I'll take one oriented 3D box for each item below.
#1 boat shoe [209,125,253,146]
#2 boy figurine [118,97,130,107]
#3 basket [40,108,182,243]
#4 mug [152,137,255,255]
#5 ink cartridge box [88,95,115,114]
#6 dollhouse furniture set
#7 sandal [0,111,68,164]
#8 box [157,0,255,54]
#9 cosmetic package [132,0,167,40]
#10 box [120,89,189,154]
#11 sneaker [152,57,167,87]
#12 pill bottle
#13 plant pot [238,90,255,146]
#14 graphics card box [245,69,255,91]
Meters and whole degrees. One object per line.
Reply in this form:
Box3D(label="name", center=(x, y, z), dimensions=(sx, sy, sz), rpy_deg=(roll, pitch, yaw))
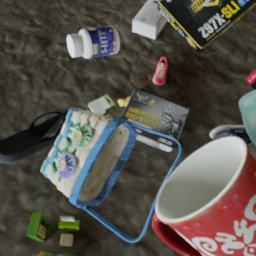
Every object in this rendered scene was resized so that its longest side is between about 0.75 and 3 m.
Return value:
Box3D(label="boat shoe", center=(2.997, 0.258, 7.955), dimensions=(1.271, 0.474, 0.589), rpy_deg=(-7, 45, -16))
Box3D(label="boy figurine", center=(0.107, -0.939, 10.856), dimensions=(1.011, 0.326, 0.629), rpy_deg=(0, 58, 1))
Box3D(label="basket", center=(-0.454, 0.954, 6.646), dimensions=(2.836, 1.973, 2.501), rpy_deg=(24, 86, 16))
Box3D(label="mug", center=(2.123, 1.948, 5.423), dimensions=(2.995, 2.658, 1.998), rpy_deg=(45, 69, -8))
Box3D(label="ink cartridge box", center=(-1.029, -0.866, 10.868), dimensions=(0.867, 0.208, 0.631), rpy_deg=(-28, 62, -16))
Box3D(label="dollhouse furniture set", center=(-2.080, 3.447, 7.668), dimensions=(1.275, 0.976, 1.946), rpy_deg=(2, 58, 1))
Box3D(label="sandal", center=(-2.252, 0.065, 7.564), dimensions=(1.093, 0.616, 2.875), rpy_deg=(17, 29, 24))
Box3D(label="box", center=(2.509, -3.877, 8.698), dimensions=(2.514, 0.620, 2.008), rpy_deg=(-40, 86, 0))
Box3D(label="cosmetic package", center=(1.367, -5.615, 13.571), dimensions=(1.218, 0.747, 2.952), rpy_deg=(22, 60, 14))
Box3D(label="box", center=(0.883, -0.267, 10.112), dimensions=(2.168, 0.524, 1.717), rpy_deg=(23, 66, 7))
Box3D(label="sneaker", center=(1.328, -2.351, 11.569), dimensions=(0.528, 0.621, 1.431), rpy_deg=(9, 59, 6))
Box3D(label="pill bottle", center=(-0.907, -2.196, 7.251), dimensions=(1.228, 0.735, 0.735), rpy_deg=(-18, 59, -23))
Box3D(label="plant pot", center=(4.205, 0.050, 6.826), dimensions=(2.647, 2.647, 1.773), rpy_deg=(-2, 77, -1))
Box3D(label="graphics card box", center=(4.174, -0.672, 7.343), dimensions=(1.336, 0.542, 2.130), rpy_deg=(-7, 60, -41))
